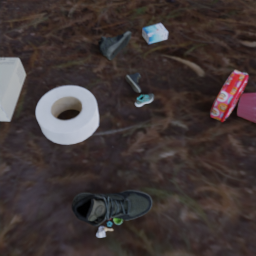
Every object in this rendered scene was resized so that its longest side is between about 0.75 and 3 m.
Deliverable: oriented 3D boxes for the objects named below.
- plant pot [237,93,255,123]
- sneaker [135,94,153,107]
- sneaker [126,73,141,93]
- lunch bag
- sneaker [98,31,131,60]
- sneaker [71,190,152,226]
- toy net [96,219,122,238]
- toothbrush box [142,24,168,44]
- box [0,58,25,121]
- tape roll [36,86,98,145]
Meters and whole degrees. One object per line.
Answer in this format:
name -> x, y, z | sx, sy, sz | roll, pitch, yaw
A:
plant pot -> 4.911, -0.775, 10.670 | 1.249, 1.396, 1.396 | 14, 55, 28
sneaker -> 0.681, -1.197, 11.442 | 0.894, 0.408, 0.347 | -31, 61, -21
sneaker -> 0.389, -1.977, 11.981 | 0.579, 0.408, 1.090 | -25, 57, -14
lunch bag -> 3.890, -1.309, 10.756 | 0.766, 1.648, 1.871 | 28, 60, 18
sneaker -> -0.695, -4.119, 13.288 | 1.101, 0.735, 1.922 | 35, 67, 15
sneaker -> -0.437, 2.316, 8.053 | 2.400, 1.374, 0.917 | 3, 87, -6
toy net -> -0.633, 2.986, 8.646 | 0.915, 0.177, 0.480 | -33, 62, -21
toothbrush box -> 1.319, -4.652, 13.844 | 1.039, 0.443, 0.761 | -18, 57, -14
box -> -5.008, -1.590, 11.331 | 0.892, 1.072, 2.609 | 2, 54, 2
tape roll -> -2.278, -0.516, 10.717 | 2.301, 0.805, 2.301 | 0, 54, 0
